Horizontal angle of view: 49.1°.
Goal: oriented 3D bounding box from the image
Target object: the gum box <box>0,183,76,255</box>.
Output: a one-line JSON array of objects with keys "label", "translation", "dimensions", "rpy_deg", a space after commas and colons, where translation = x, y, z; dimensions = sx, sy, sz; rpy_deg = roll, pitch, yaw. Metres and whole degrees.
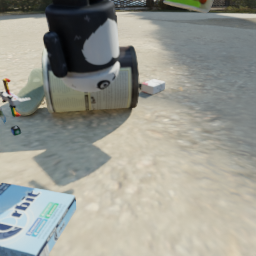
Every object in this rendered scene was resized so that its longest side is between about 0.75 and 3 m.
[{"label": "gum box", "translation": [-1.858, 1.555, 4.730], "dimensions": [1.543, 0.344, 1.311], "rpy_deg": [7, 28, 13]}]

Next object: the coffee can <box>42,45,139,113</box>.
[{"label": "coffee can", "translation": [-1.165, -1.536, 8.877], "dimensions": [2.723, 1.993, 1.993], "rpy_deg": [-4, 28, -8]}]

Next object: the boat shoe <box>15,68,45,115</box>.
[{"label": "boat shoe", "translation": [-3.214, -1.161, 9.607], "dimensions": [0.881, 0.735, 2.360], "rpy_deg": [4, 42, -6]}]

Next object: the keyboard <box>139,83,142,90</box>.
[{"label": "keyboard", "translation": [0.376, -1.606, 11.117], "dimensions": [0.590, 0.096, 0.929], "rpy_deg": [11, 29, 33]}]

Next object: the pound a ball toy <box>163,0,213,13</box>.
[{"label": "pound a ball toy", "translation": [2.047, -4.264, 8.600], "dimensions": [0.770, 1.182, 1.813], "rpy_deg": [-3, 28, -37]}]

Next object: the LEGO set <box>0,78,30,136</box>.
[{"label": "LEGO set", "translation": [-1.878, -0.520, 4.269], "dimensions": [0.300, 0.914, 1.223], "rpy_deg": [-24, 78, -34]}]

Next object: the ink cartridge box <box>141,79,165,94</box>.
[{"label": "ink cartridge box", "translation": [0.980, -1.609, 10.857], "dimensions": [0.579, 0.327, 0.790], "rpy_deg": [22, 35, 36]}]

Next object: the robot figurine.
[{"label": "robot figurine", "translation": [-0.872, -1.821, 5.749], "dimensions": [1.679, 2.235, 1.394], "rpy_deg": [-13, 35, -13]}]
